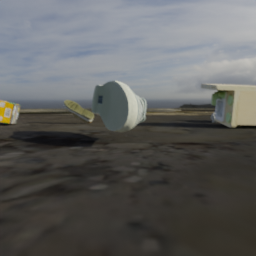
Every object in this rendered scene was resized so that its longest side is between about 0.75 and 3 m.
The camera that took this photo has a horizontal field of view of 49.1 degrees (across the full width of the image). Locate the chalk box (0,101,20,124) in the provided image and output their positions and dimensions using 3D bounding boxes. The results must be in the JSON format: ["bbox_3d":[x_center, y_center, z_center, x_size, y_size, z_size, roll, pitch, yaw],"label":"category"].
[{"bbox_3d":[-4.602,-0.596,10.547,0.778,0.782,1.257,13,-1,-9],"label":"chalk box"}]

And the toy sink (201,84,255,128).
[{"bbox_3d":[3.738,-0.758,9.413,2.384,1.335,1.554,2,10,-3],"label":"toy sink"}]

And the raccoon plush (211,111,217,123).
[{"bbox_3d":[4.845,-0.469,11.617,2.413,1.168,1.617,-35,37,-21],"label":"raccoon plush"}]

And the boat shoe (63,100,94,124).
[{"bbox_3d":[-1.984,-0.597,10.962,1.311,0.448,0.490,32,41,4],"label":"boat shoe"}]

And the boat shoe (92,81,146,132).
[{"bbox_3d":[-0.095,-0.485,5.829,0.927,0.908,2.602,6,9,-19],"label":"boat shoe"}]
